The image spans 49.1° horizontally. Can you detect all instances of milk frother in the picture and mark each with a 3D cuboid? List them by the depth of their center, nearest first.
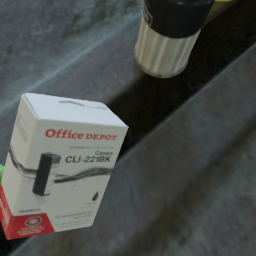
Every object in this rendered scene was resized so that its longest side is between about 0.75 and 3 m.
[{"bbox_3d":[1.720,-2.991,7.281,2.809,2.642,2.535,8,66,-3],"label":"milk frother"}]

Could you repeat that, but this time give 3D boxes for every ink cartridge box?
[{"bbox_3d":[-1.309,0.740,5.428,1.787,2.476,1.037,5,24,-38],"label":"ink cartridge box"}]

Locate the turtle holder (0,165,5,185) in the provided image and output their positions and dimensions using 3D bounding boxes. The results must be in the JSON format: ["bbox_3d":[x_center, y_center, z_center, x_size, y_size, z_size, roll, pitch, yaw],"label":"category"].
[{"bbox_3d":[-3.539,1.607,6.085,1.516,1.996,1.417,-43,84,27],"label":"turtle holder"}]
